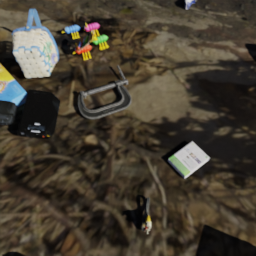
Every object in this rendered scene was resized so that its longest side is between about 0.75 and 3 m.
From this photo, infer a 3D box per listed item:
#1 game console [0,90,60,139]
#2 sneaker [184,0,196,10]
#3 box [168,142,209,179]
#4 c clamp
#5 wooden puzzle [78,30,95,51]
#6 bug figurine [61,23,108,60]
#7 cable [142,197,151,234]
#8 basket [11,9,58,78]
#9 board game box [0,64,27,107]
[{"bbox_3d":[-3.758,-0.567,9.005,2.945,0.355,1.737,7,55,-9],"label":"game console"},{"bbox_3d":[2.869,-5.822,12.868,0.511,0.358,0.885,4,54,5],"label":"sneaker"},{"bbox_3d":[1.801,0.947,8.359,1.018,0.185,0.735,-31,61,-21],"label":"box"},{"bbox_3d":[-0.837,-1.164,9.779,2.125,0.288,1.815,-25,64,-18],"label":"c clamp"},{"bbox_3d":[-1.580,-3.231,10.341,0.133,1.141,0.770,28,58,-31],"label":"wooden puzzle"},{"bbox_3d":[-1.723,-3.667,11.300,1.560,0.518,2.012,-21,58,-14],"label":"bug figurine"},{"bbox_3d":[0.522,2.310,7.351,0.247,0.476,0.981,8,36,9],"label":"cable"},{"bbox_3d":[-3.266,-2.902,10.033,1.424,1.805,2.047,-7,59,0],"label":"basket"},{"bbox_3d":[-4.679,-1.285,9.731,1.588,0.419,2.076,-37,63,-22],"label":"board game box"}]
